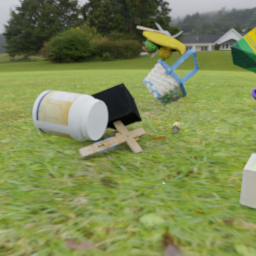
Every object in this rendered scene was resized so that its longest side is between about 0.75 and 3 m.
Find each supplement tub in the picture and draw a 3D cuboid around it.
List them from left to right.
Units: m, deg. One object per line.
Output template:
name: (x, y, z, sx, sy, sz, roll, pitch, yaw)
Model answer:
supplement tub: (-1.434, -0.294, 7.034, 1.594, 1.151, 1.151, 10, 19, 23)

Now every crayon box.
crayon box: (4.386, -1.974, 7.272, 1.805, 0.722, 2.843, -37, 42, -8)

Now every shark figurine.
shark figurine: (1.029, -2.991, 9.148, 1.148, 0.802, 1.922, -36, 9, 6)

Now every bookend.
bookend: (-0.988, -0.552, 11.924, 2.688, 1.246, 2.705, -21, -9, 8)

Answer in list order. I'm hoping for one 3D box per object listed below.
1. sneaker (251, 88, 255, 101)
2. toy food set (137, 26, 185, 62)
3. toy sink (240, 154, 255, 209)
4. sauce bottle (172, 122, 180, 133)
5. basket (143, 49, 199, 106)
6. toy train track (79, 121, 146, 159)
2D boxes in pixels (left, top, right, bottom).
sneaker: (2.127, -0.517, 3.820, 0.419, 0.405, 1.005, 26, -22, -19)
toy food set: (0.658, -1.718, 5.938, 0.776, 0.431, 1.319, 3, 31, -22)
toy sink: (3.822, 1.376, 6.708, 1.879, 1.053, 1.225, 10, 19, 32)
sauce bottle: (2.181, 0.000, 12.798, 0.317, 0.317, 0.979, 4, 19, 12)
basket: (1.637, -1.755, 9.918, 1.380, 1.984, 1.750, 49, 8, 21)
toy train track: (-0.540, 0.603, 10.341, 2.731, 0.444, 1.567, -19, 58, -32)
